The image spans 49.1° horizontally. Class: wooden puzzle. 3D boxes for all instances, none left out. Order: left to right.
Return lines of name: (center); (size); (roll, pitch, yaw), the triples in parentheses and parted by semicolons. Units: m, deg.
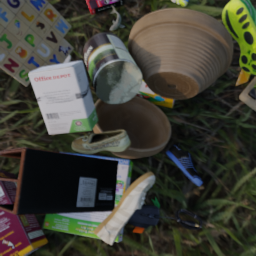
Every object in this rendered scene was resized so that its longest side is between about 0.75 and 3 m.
wooden puzzle: (5.306, -1.316, 10.786); (2.558, 0.299, 1.726); (34, 77, 8)

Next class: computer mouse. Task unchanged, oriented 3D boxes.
computer mouse: (1.137, 2.996, 9.313); (2.706, 0.461, 0.793); (6, 73, 1)

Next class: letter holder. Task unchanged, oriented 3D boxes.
letter holder: (-1.885, 1.363, 7.103); (1.903, 2.677, 1.346); (-6, 75, 43)

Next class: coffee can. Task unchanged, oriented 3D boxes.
coffee can: (-0.463, -1.641, 7.583); (1.268, 1.268, 1.732); (-18, 43, -5)

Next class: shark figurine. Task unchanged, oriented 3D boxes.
shark figurine: (-0.448, -4.569, 11.638); (0.623, 0.435, 1.042); (0, 76, -1)

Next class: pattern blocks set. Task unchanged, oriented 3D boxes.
pattern blocks set: (-0.005, 2.746, 9.706); (2.135, 0.173, 1.877); (-17, 75, -5)

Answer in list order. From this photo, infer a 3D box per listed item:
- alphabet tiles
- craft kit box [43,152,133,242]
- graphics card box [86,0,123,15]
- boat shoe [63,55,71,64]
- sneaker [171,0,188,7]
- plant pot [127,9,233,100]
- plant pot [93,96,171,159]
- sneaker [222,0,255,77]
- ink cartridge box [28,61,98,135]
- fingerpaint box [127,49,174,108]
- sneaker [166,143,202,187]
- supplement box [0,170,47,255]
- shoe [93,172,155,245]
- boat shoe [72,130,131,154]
alphabet tiles: (-2.745, -2.481, 7.397); (0.083, 2.631, 2.189); (25, 78, 49)
craft kit box: (-1.307, 2.241, 9.389); (2.620, 0.636, 2.587); (5, 72, 14)
graphics card box: (-1.022, -5.484, 11.910); (1.478, 0.376, 0.927); (-19, 75, -6)
boat shoe: (-2.254, -2.137, 9.729); (0.348, 0.342, 0.965); (43, 110, 11)
sneaker: (2.189, -5.549, 11.992); (0.892, 0.338, 0.468); (37, 64, 4)
plant pot: (1.337, -1.739, 7.915); (2.980, 2.980, 1.376); (13, 69, 4)
plant pot: (-0.001, 0.129, 9.617); (2.729, 1.260, 2.729); (11, 43, -11)
sneaker: (3.543, -2.543, 7.886); (1.065, 0.944, 2.549); (-53, 124, -25)
ink cartridge box: (-1.560, -0.739, 6.969); (1.209, 0.698, 1.655); (-5, 115, 14)
fingerpaint box: (0.967, -2.314, 10.639); (2.208, 0.971, 2.647); (14, 74, 10)
sneaker: (2.107, 1.270, 9.907); (0.653, 0.588, 1.676); (-42, 77, -3)
supplement box: (-3.895, 2.825, 8.977); (1.185, 1.527, 2.767); (-30, 77, -8)
shoe: (0.018, 1.728, 6.014); (0.485, 0.636, 1.818); (42, 94, 20)
boat shoe: (-0.722, 0.294, 7.024); (1.577, 0.494, 0.578); (-5, 36, 16)
